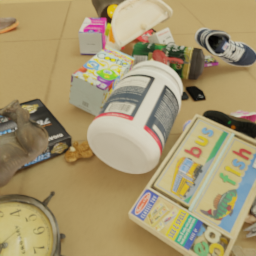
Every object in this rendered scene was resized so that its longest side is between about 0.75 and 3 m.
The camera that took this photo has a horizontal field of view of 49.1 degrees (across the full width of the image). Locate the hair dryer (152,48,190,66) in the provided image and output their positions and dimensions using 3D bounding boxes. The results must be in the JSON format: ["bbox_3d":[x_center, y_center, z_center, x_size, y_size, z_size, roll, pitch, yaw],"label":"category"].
[{"bbox_3d":[1.356,-2.283,9.167,1.155,0.412,1.517,21,42,20],"label":"hair dryer"}]

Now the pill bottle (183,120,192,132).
[{"bbox_3d":[1.782,0.118,7.565,0.534,0.534,0.952,3,13,4],"label":"pill bottle"}]

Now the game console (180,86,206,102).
[{"bbox_3d":[1.976,-1.149,9.691,1.334,0.161,0.787,-7,39,-11],"label":"game console"}]

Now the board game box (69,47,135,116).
[{"bbox_3d":[-0.820,-1.584,9.250,1.170,1.149,2.231,26,44,9],"label":"board game box"}]

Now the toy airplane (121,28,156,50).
[{"bbox_3d":[0.248,-4.344,13.347,2.674,0.492,2.674,5,49,-5],"label":"toy airplane"}]

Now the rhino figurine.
[{"bbox_3d":[-2.715,0.640,5.544,2.620,1.146,0.783,-40,22,6],"label":"rhino figurine"}]

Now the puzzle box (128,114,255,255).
[{"bbox_3d":[1.563,1.131,5.746,1.903,0.364,2.860,27,62,22],"label":"puzzle box"}]

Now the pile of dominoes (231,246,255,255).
[{"bbox_3d":[2.544,2.501,4.366,1.902,0.303,1.482,4,9,19],"label":"pile of dominoes"}]

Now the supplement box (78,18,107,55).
[{"bbox_3d":[-1.569,-4.209,12.788,1.019,1.041,2.014,2,37,0],"label":"supplement box"}]

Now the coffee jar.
[{"bbox_3d":[1.523,-2.531,10.524,2.659,1.135,1.387,10,24,12],"label":"coffee jar"}]

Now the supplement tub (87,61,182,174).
[{"bbox_3d":[0.274,-0.311,7.061,1.791,1.791,2.552,15,51,18],"label":"supplement tub"}]

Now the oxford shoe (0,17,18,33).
[{"bbox_3d":[-7.144,-5.409,14.231,2.922,1.065,1.042,-15,41,-18],"label":"oxford shoe"}]

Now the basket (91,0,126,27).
[{"bbox_3d":[-0.806,-6.376,15.009,2.297,1.732,2.547,3,42,-11],"label":"basket"}]

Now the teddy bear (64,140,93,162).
[{"bbox_3d":[-1.190,0.549,7.427,1.036,0.346,0.751,-10,43,-14],"label":"teddy bear"}]

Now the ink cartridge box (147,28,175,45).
[{"bbox_3d":[1.461,-3.336,11.488,0.911,1.248,0.526,-37,18,-35],"label":"ink cartridge box"}]

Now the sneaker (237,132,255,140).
[{"bbox_3d":[3.619,0.675,6.723,2.492,1.033,0.884,31,47,34],"label":"sneaker"}]

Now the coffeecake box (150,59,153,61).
[{"bbox_3d":[0.784,-1.552,9.433,1.111,0.529,1.447,-39,37,17],"label":"coffeecake box"}]

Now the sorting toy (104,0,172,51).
[{"bbox_3d":[-0.070,-4.114,11.708,2.866,2.580,1.531,-38,94,-20],"label":"sorting toy"}]

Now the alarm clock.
[{"bbox_3d":[-2.340,2.202,4.768,2.669,0.889,1.800,-14,52,-24],"label":"alarm clock"}]

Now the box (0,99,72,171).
[{"bbox_3d":[-3.057,0.182,7.630,2.300,0.572,2.283,-20,41,-29],"label":"box"}]

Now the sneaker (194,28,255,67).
[{"bbox_3d":[3.844,-2.942,10.567,2.656,0.931,1.441,22,19,-8],"label":"sneaker"}]

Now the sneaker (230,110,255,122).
[{"bbox_3d":[3.520,-0.374,8.558,0.910,0.370,0.401,-3,41,-4],"label":"sneaker"}]

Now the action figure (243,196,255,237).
[{"bbox_3d":[2.572,1.323,6.045,1.493,0.796,2.294,-27,34,-3],"label":"action figure"}]

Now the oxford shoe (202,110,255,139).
[{"bbox_3d":[2.987,-0.084,8.150,1.712,0.622,0.722,25,19,33],"label":"oxford shoe"}]

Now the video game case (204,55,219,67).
[{"bbox_3d":[3.245,-2.797,11.736,0.827,0.148,0.749,-9,40,-10],"label":"video game case"}]
